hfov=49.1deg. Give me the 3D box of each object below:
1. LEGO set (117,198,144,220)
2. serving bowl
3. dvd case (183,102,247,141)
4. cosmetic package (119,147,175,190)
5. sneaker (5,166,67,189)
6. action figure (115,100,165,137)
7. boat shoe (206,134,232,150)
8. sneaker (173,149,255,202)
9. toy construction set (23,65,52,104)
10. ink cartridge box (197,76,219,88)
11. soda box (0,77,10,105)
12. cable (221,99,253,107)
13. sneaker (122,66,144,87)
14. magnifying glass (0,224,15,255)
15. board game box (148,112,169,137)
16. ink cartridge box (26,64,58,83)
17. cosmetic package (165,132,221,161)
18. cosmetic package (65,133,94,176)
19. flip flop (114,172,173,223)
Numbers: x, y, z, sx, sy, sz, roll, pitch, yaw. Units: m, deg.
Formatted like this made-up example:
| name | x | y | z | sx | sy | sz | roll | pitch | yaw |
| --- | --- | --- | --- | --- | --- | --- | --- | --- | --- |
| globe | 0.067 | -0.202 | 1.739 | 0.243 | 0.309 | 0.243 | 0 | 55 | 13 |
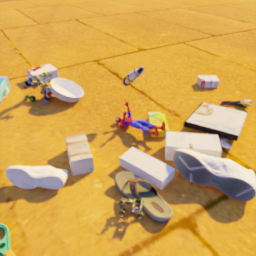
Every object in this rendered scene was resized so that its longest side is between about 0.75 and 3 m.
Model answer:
| name | x | y | z | sx | sy | sz | roll | pitch | yaw |
| --- | --- | --- | --- | --- | --- | --- | --- | --- | --- |
| LEGO set | 0.069 | 2.227 | 7.534 | 0.792 | 0.609 | 0.459 | 13 | 20 | 6 |
| serving bowl | -2.887 | -1.658 | 12.979 | 1.575 | 0.518 | 1.575 | 21 | 30 | -13 |
| dvd case | 3.527 | -0.348 | 11.123 | 1.973 | 0.243 | 2.766 | 17 | 28 | 22 |
| cosmetic package | 0.581 | 1.280 | 9.034 | 1.710 | 0.433 | 0.706 | 26 | 42 | 32 |
| sneaker | -2.808 | 1.449 | 8.737 | 1.845 | 0.694 | 0.816 | 9 | 23 | 1 |
| action figure | 0.277 | -0.410 | 10.694 | 2.272 | 1.125 | 0.741 | 8 | 31 | 42 |
| boat shoe | 3.330 | 0.421 | 10.226 | 0.422 | 0.367 | 1.144 | 18 | 16 | -37 |
| sneaker | 2.652 | 1.324 | 8.706 | 2.627 | 0.924 | 1.053 | 24 | 34 | 21 |
| toy construction set | -3.929 | -2.081 | 12.953 | 1.418 | 1.700 | 1.306 | 17 | 32 | 9 |
| ink cartridge box | 4.083 | -2.367 | 14.326 | 0.947 | 0.396 | 0.683 | -2 | 35 | -3 |
| soda box | -6.142 | -1.573 | 12.866 | 0.711 | 0.752 | 2.216 | -1 | 35 | -2 |
| cable | 4.925 | -1.198 | 12.690 | 1.359 | 0.342 | 0.660 | 10 | 36 | 14 |
| sneaker | 0.205 | -2.077 | 11.141 | 1.059 | 0.397 | 0.477 | -45 | 10 | -4 |
| magnifying glass | -3.045 | 2.954 | 6.854 | 1.737 | 0.195 | 0.691 | 29 | 44 | 34 |
| board game box | 1.187 | -0.152 | 11.203 | 0.676 | 0.317 | 1.330 | -2 | 35 | -2 |
| ink cartridge box | -4.539 | -2.851 | 14.878 | 1.344 | 0.561 | 0.976 | -24 | 41 | -31 |
| cosmetic package | 2.204 | 0.679 | 9.706 | 1.831 | 0.678 | 0.931 | 3 | 35 | 6 |
| cosmetic package | -1.666 | 0.852 | 9.481 | 0.749 | 0.633 | 1.450 | -11 | 36 | -15 |
| flip flop | 0.429 | 1.854 | 8.050 | 0.864 | 0.613 | 2.130 | -23 | 41 | -30 |
